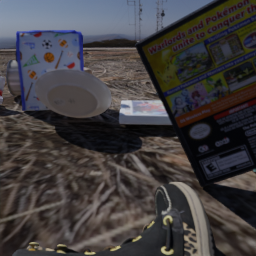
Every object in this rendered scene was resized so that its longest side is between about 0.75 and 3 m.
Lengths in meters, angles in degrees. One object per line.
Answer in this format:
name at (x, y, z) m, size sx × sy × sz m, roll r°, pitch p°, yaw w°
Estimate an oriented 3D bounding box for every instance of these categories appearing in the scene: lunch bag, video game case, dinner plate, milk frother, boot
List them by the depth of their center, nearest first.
boot at (-0.108, 1.334, 2.766) m, size 1.819 × 0.884 × 2.416 m, roll 1°, pitch 25°, yaw 0°
video game case at (1.988, -0.761, 4.337) m, size 2.956 × 2.672 × 0.377 m, roll -24°, pitch 7°, yaw 19°
dinner plate at (-1.526, -0.820, 7.776) m, size 2.113 × 2.113 × 0.256 m, roll 2°, pitch 57°, yaw 5°
video game case at (1.067, -0.511, 8.530) m, size 2.617 × 0.301 × 2.385 m, roll 1°, pitch 15°, yaw 0°
lunch bag at (-2.586, -2.018, 9.664) m, size 2.189 × 2.575 × 1.595 m, roll -5°, pitch 20°, yaw -11°
milk frother at (-3.498, -2.321, 11.876) m, size 2.321 × 2.227 × 2.467 m, roll 1°, pitch -8°, yaw -1°

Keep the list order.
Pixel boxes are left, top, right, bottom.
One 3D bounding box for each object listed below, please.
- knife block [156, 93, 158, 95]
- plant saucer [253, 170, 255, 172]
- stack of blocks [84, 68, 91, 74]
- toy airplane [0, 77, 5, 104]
knife block at (1.457, -1.170, 9.639) m, size 0.930 × 0.339 × 1.059 m, roll 6°, pitch 14°, yaw -1°
plant saucer at (2.771, 0.096, 6.368) m, size 1.005 × 0.273 × 2.875 m, roll -27°, pitch 15°, yaw 10°
stack of blocks at (-3.256, -2.494, 13.776) m, size 2.535 × 0.743 × 1.460 m, roll -14°, pitch 24°, yaw -34°
toy airplane at (-5.499, -1.516, 9.018) m, size 2.898 × 2.045 × 2.885 m, roll 3°, pitch 16°, yaw 15°
